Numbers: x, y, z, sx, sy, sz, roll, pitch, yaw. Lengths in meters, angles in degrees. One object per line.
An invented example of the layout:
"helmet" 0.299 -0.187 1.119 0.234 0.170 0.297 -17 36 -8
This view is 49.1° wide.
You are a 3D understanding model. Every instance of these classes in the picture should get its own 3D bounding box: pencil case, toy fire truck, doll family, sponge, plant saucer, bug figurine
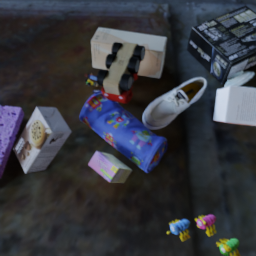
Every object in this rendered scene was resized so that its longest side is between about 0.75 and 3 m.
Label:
"pencil case" -0.138 0.061 8.674 2.979 1.162 1.294 37 57 21
"toy fire truck" -0.218 -1.467 8.929 1.299 2.018 1.777 12 62 18
"doll family" -1.308 -1.718 9.990 0.497 0.860 0.338 22 59 -5
"sponge" -4.474 0.533 8.745 1.578 0.422 2.829 7 59 0
"plant saucer" 3.823 -1.706 9.806 1.146 1.146 0.288 -38 100 -21
"bug figurine" 1.950 2.832 6.991 1.458 0.484 1.881 -17 45 -31

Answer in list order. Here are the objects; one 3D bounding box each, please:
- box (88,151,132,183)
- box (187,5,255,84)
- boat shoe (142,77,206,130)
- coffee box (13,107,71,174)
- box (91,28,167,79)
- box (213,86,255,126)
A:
"box" -0.499 1.137 8.009 0.856 0.973 0.470 34 93 25
"box" 4.046 -3.226 10.728 2.708 1.166 2.218 -27 62 -16
"boat shoe" 1.589 -0.889 9.252 2.612 0.912 0.926 -31 77 -20
"coffee box" -2.524 0.372 8.121 0.704 1.764 0.997 0 46 -52
"box" 0.038 -2.771 10.353 2.601 1.235 1.011 10 48 8
"box" 3.878 -0.611 8.678 2.040 1.553 1.085 6 94 4
